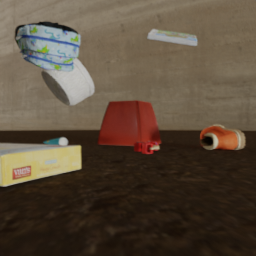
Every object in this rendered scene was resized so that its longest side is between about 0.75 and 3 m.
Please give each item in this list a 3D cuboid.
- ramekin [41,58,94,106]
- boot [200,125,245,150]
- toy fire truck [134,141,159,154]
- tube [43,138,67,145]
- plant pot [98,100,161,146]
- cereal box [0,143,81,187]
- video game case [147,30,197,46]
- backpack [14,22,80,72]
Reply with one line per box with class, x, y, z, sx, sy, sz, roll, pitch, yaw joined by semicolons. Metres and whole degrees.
ramekin;-2.724;-2.080;12.286;1.236;2.355;2.355;-43;20;-22
boot;3.532;0.418;11.920;1.433;1.003;2.673;-6;3;-12
toy fire truck;0.781;0.714;10.410;1.017;0.351;1.442;1;1;44
tube;-3.376;0.693;13.097;0.639;0.416;1.651;12;-11;-37
plant pot;0.100;-0.258;14.496;2.495;2.199;2.492;0;0;29
cereal box;-2.756;0.653;5.775;2.938;0.581;2.114;0;1;26
video game case;1.444;-2.931;9.036;1.511;0.167;1.375;11;27;7
backpack;-2.430;-2.585;8.842;1.954;1.842;2.395;9;-4;-35
